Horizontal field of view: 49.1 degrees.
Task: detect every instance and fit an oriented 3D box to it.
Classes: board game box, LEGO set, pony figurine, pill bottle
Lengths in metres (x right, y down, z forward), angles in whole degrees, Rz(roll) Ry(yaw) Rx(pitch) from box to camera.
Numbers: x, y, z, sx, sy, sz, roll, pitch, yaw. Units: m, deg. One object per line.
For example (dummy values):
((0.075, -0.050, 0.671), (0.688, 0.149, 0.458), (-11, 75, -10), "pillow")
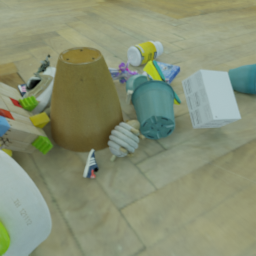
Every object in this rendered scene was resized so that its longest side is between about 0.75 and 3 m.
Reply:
((1.353, -2.281, 11.882), (1.260, 0.275, 1.266), (20, 53, 30), "board game box")
((-2.953, -2.198, 10.015), (0.373, 0.856, 1.318), (41, 13, -14), "LEGO set")
((-0.190, -2.273, 11.520), (1.513, 1.260, 1.460), (-5, 2, -8), "pony figurine")
((0.857, -3.619, 13.466), (1.675, 0.938, 0.938), (-27, 45, -30), "pill bottle")

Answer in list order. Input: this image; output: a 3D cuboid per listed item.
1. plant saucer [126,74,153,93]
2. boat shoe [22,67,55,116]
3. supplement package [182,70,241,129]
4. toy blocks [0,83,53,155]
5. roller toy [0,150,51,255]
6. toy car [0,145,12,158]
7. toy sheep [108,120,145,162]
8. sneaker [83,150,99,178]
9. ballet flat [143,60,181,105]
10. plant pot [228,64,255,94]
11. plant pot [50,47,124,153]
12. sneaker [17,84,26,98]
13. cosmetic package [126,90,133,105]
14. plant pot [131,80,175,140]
((0.619, -1.478, 10.629), (1.429, 0.257, 1.429), (8, 66, -17), "plant saucer")
((-3.161, -1.545, 10.299), (1.073, 0.982, 2.872), (-36, 34, 20), "boat shoe")
((2.669, -0.908, 9.046), (1.286, 0.915, 1.651), (-3, 75, -31), "supplement package")
((-3.613, -0.445, 7.813), (1.442, 1.972, 2.885), (-44, 66, 8), "toy blocks")
((-2.788, 1.611, 5.443), (2.611, 2.381, 1.824), (30, 46, 23), "roller toy")
((-4.245, -0.045, 7.733), (2.133, 0.476, 2.007), (20, 33, -39), "toy car")
((-0.119, 0.384, 8.236), (0.984, 0.984, 1.427), (29, 78, 32), "toy sheep")
((-0.981, 1.026, 7.845), (0.383, 0.339, 0.906), (16, 50, -8), "sneaker")
((1.188, -1.538, 10.267), (1.962, 0.658, 0.656), (59, 22, 8), "ballet flat")
((4.616, -1.942, 11.200), (1.136, 1.209, 1.209), (5, 35, 32), "plant pot")
((-1.332, -1.032, 8.722), (2.470, 2.650, 2.470), (1, 37, 0), "plant pot")
((-3.761, -1.301, 10.750), (0.649, 0.555, 1.582), (-22, 44, -20), "sneaker")
((0.373, -1.031, 9.987), (0.855, 0.450, 0.304), (7, 27, -9), "cosmetic package")
((0.854, -0.508, 9.013), (1.483, 1.483, 1.452), (-1, 47, -1), "plant pot")
